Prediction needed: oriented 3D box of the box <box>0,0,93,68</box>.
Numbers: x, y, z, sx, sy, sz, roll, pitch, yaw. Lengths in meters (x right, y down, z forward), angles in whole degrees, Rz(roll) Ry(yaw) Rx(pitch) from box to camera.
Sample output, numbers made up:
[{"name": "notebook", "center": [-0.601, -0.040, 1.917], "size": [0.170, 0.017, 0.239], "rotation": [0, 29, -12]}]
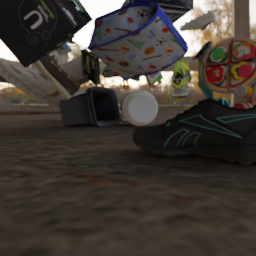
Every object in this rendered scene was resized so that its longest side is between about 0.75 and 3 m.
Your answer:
[{"name": "box", "center": [-2.245, -2.982, 7.084], "size": [1.632, 1.950, 2.625], "rotation": [-33, 19, 16]}]

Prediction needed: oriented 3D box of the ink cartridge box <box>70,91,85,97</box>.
[{"name": "ink cartridge box", "center": [-3.030, -1.286, 16.731], "size": [0.952, 1.675, 2.299], "rotation": [-3, 4, -10]}]

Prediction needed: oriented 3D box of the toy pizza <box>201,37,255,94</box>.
[{"name": "toy pizza", "center": [3.642, -2.280, 9.991], "size": [2.209, 2.209, 0.350], "rotation": [3, -13, 34]}]

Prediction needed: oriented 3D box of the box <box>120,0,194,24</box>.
[{"name": "box", "center": [0.805, -3.999, 9.489], "size": [1.921, 0.606, 2.436], "rotation": [1, 3, -15]}]

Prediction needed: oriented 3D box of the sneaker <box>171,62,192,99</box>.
[{"name": "sneaker", "center": [2.297, -2.280, 12.110], "size": [0.885, 0.897, 2.348], "rotation": [-4, 42, 13]}]

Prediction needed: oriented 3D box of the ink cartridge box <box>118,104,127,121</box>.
[{"name": "ink cartridge box", "center": [-0.222, -0.920, 16.573], "size": [2.822, 0.957, 1.637], "rotation": [2, 5, 22]}]

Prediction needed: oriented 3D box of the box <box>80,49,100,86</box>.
[{"name": "box", "center": [-1.540, -2.491, 11.443], "size": [0.278, 1.170, 1.130], "rotation": [-21, 44, -27]}]

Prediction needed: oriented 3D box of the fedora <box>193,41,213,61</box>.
[{"name": "fedora", "center": [3.162, -3.019, 11.407], "size": [0.481, 1.064, 0.941], "rotation": [39, -30, -12]}]

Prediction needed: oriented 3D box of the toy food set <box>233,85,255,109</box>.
[{"name": "toy food set", "center": [3.797, -0.408, 7.995], "size": [1.107, 1.174, 2.460], "rotation": [-3, 36, -37]}]

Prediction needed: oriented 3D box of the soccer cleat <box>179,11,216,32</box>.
[{"name": "soccer cleat", "center": [2.614, -3.915, 10.668], "size": [1.491, 0.578, 0.517], "rotation": [-14, 9, 41]}]

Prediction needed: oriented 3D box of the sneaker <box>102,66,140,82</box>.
[{"name": "sneaker", "center": [0.057, -2.858, 14.043], "size": [2.743, 1.168, 1.070], "rotation": [-11, -9, -4]}]

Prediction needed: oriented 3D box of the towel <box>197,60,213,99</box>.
[{"name": "towel", "center": [3.446, -2.192, 12.420], "size": [0.201, 1.853, 1.359], "rotation": [-20, 49, -3]}]

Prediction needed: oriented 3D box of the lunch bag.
[{"name": "lunch bag", "center": [0.348, -2.490, 7.983], "size": [2.264, 1.402, 1.925], "rotation": [-6, -23, 36]}]

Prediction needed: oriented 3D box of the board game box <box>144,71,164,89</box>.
[{"name": "board game box", "center": [0.808, -2.369, 10.770], "size": [0.782, 1.637, 0.245], "rotation": [-31, 12, -36]}]

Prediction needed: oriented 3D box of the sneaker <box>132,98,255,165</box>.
[{"name": "sneaker", "center": [1.287, 0.002, 4.997], "size": [2.636, 1.045, 0.994], "rotation": [1, 6, 29]}]

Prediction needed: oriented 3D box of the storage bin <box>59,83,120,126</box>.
[{"name": "storage bin", "center": [-1.802, -0.973, 12.865], "size": [1.851, 2.005, 2.756], "rotation": [-9, 1, 19]}]

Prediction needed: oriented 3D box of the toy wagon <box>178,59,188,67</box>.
[{"name": "toy wagon", "center": [2.828, -2.988, 14.682], "size": [0.324, 1.271, 1.638], "rotation": [18, -29, 23]}]

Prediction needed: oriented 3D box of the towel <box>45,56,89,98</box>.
[{"name": "towel", "center": [-2.765, -2.488, 13.126], "size": [2.648, 1.755, 0.457], "rotation": [-21, -38, 19]}]

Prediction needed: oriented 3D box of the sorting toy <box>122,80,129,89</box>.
[{"name": "sorting toy", "center": [-0.327, -2.686, 11.264], "size": [0.321, 2.358, 1.328], "rotation": [-8, -9, 27]}]

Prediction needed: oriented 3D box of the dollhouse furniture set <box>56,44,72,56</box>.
[{"name": "dollhouse furniture set", "center": [-3.113, -4.022, 12.330], "size": [1.318, 0.911, 1.396], "rotation": [-29, -23, -35]}]

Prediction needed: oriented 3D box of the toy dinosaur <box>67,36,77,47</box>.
[{"name": "toy dinosaur", "center": [-2.374, -3.679, 11.162], "size": [0.470, 0.624, 1.220], "rotation": [14, -34, 9]}]

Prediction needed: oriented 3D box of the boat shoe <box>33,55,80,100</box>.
[{"name": "boat shoe", "center": [-3.173, -2.486, 11.586], "size": [0.842, 2.828, 1.016], "rotation": [-44, 12, -15]}]

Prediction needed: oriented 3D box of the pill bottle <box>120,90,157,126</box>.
[{"name": "pill bottle", "center": [0.485, -0.900, 12.664], "size": [1.584, 1.584, 2.650], "rotation": [0, 6, -5]}]
